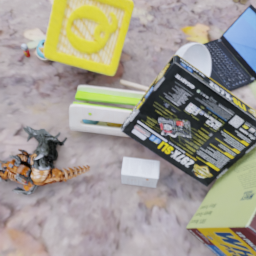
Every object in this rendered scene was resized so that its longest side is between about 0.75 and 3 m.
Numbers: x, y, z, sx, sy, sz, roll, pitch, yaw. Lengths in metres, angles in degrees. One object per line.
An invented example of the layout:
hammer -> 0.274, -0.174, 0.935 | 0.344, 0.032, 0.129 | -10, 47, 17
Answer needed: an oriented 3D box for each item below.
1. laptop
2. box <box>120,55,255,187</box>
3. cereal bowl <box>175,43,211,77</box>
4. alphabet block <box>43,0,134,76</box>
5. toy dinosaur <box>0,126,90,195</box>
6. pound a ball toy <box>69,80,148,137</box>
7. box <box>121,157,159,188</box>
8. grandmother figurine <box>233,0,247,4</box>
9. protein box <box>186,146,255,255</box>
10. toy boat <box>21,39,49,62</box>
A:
laptop -> 3.642, -2.716, 9.765 | 2.666, 1.377, 2.363 | -20, 61, -12
box -> 1.543, -0.063, 6.707 | 2.739, 2.187, 0.676 | 33, 33, -8
cereal bowl -> 1.905, -1.887, 8.907 | 1.563, 1.563, 0.651 | -40, 34, -21
alphabet block -> -1.272, -3.035, 8.622 | 2.180, 2.192, 2.232 | 11, 17, -14
toy dinosaur -> -2.445, 1.016, 7.909 | 2.607, 1.331, 1.769 | 10, 73, -15
pound a ball toy -> -0.149, -0.554, 8.709 | 2.950, 1.253, 1.923 | 7, 39, -1
box -> 0.335, 1.244, 7.790 | 0.995, 0.758, 0.529 | 6, 60, 3
grandmother figurine -> 5.247, -6.230, 12.306 | 1.164, 0.581, 1.920 | 24, 64, 9
protein box -> 3.128, 1.744, 6.247 | 1.754, 2.581, 2.600 | 40, 66, 4
toy boat -> -3.297, -2.892, 10.339 | 1.196, 0.556, 1.005 | -7, 60, -4
